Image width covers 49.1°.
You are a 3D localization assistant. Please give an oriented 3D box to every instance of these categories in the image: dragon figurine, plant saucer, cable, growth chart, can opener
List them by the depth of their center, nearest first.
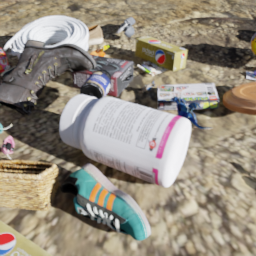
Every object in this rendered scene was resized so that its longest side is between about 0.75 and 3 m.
[{"bbox_3d":[1.670,-0.447,7.797,0.510,0.861,1.733,-1,11,-19],"label":"dragon figurine"},{"bbox_3d":[4.208,-0.991,8.659,2.433,0.393,2.433,-8,23,3],"label":"plant saucer"},{"bbox_3d":[0.649,-1.371,9.621,0.374,0.753,0.221,-22,85,-33],"label":"dragon figurine"},{"bbox_3d":[1.168,-2.505,11.325,1.658,0.147,1.200,-24,44,-32],"label":"growth chart"},{"bbox_3d":[-3.080,-3.424,11.401,2.975,1.030,2.974,10,51,10],"label":"cable"},{"bbox_3d":[0.000,-5.002,14.119,0.807,0.644,2.415,47,27,-12],"label":"can opener"}]

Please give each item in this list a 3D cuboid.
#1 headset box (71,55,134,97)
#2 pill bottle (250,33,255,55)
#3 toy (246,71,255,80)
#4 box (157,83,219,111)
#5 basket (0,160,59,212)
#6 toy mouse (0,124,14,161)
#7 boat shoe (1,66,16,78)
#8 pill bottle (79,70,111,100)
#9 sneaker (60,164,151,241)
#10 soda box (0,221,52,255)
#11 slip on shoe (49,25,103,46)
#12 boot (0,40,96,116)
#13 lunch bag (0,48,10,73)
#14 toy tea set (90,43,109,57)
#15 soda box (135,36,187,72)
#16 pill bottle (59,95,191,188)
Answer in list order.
[{"bbox_3d":[-0.795,-1.894,10.043,1.960,0.757,1.459,14,40,20],"label":"headset box"},{"bbox_3d":[5.613,-3.299,11.103,1.175,1.175,2.151,4,24,5],"label":"pill bottle"},{"bbox_3d":[5.108,-2.025,10.603,1.147,0.271,0.660,12,36,14],"label":"toy"},{"bbox_3d":[1.890,-1.016,9.096,1.882,0.327,1.036,-1,41,6],"label":"box"},{"bbox_3d":[-2.307,1.005,6.015,1.485,1.107,1.060,3,38,6],"label":"basket"},{"bbox_3d":[-3.226,0.279,6.979,0.243,1.254,1.115,-23,32,23],"label":"toy mouse"},{"bbox_3d":[-4.440,-2.094,10.737,0.326,0.346,0.963,42,34,-8],"label":"boat shoe"},{"bbox_3d":[-0.883,-1.204,8.013,0.684,0.684,1.224,7,34,9],"label":"pill bottle"},{"bbox_3d":[-0.530,1.587,5.584,0.870,0.777,2.177,-31,44,-30],"label":"sneaker"},{"bbox_3d":[-1.852,2.277,4.753,1.867,0.632,0.598,20,42,24],"label":"soda box"},{"bbox_3d":[-2.391,-4.161,12.939,2.587,0.784,0.984,-17,41,-21],"label":"slip on shoe"},{"bbox_3d":[-2.734,-1.491,9.002,2.966,1.027,2.582,12,65,16],"label":"boot"},{"bbox_3d":[-5.559,-2.523,10.905,1.667,0.683,1.468,-17,41,-20],"label":"lunch bag"},{"bbox_3d":[-1.392,-2.720,11.312,1.593,0.590,0.947,-42,16,-19],"label":"toy tea set"},{"bbox_3d":[1.271,-3.034,11.334,0.720,0.762,2.249,-23,41,-32],"label":"soda box"},{"bbox_3d":[-0.106,0.182,6.659,2.826,1.602,1.602,18,41,21],"label":"pill bottle"}]
